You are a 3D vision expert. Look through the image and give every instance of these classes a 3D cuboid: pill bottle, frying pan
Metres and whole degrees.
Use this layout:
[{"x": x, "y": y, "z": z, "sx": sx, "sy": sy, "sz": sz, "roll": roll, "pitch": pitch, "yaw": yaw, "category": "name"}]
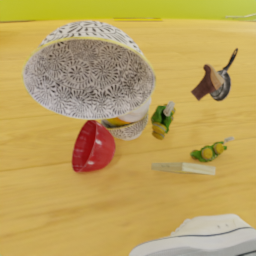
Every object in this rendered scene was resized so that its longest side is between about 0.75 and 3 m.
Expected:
[{"x": -0.110, "y": -0.703, "z": 8.499, "sx": 1.192, "sy": 1.192, "sz": 2.182, "roll": -10, "pitch": -2, "yaw": -19, "category": "pill bottle"}, {"x": 2.891, "y": -1.474, "z": 8.406, "sx": 0.263, "sy": 1.615, "sz": 0.977, "roll": -1, "pitch": 57, "yaw": -22, "category": "frying pan"}]

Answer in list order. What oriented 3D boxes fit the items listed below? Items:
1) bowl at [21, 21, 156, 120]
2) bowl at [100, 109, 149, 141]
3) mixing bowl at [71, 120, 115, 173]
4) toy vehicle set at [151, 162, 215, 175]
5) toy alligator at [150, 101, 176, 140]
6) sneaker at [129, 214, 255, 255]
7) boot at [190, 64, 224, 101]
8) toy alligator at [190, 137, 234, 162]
[{"x": -0.835, "y": -1.453, "z": 6.405, "sx": 2.865, "sy": 2.865, "sz": 1.345, "roll": -1, "pitch": 61, "yaw": -2, "category": "bowl"}, {"x": -0.005, "y": -0.109, "z": 9.241, "sx": 1.684, "sy": 0.790, "sz": 1.684, "roll": -15, "pitch": 28, "yaw": 9, "category": "bowl"}, {"x": -0.871, "y": 0.577, "z": 7.681, "sx": 0.820, "sy": 1.513, "sz": 1.513, "roll": 20, "pitch": 18, "yaw": -26, "category": "mixing bowl"}, {"x": 1.222, "y": 0.943, "z": 6.482, "sx": 0.842, "sy": 0.180, "sz": 1.356, "roll": 11, "pitch": -11, "yaw": -23, "category": "toy vehicle set"}, {"x": 0.933, "y": -0.317, "z": 7.919, "sx": 0.594, "sy": 2.473, "sz": 0.820, "roll": 26, "pitch": 75, "yaw": 12, "category": "toy alligator"}, {"x": 1.161, "y": 2.141, "z": 5.050, "sx": 2.588, "sy": 0.945, "sz": 0.916, "roll": 1, "pitch": 17, "yaw": -19, "category": "sneaker"}, {"x": 1.735, "y": -1.075, "z": 6.507, "sx": 0.731, "sy": 0.318, "sz": 0.879, "roll": -37, "pitch": 38, "yaw": 15, "category": "boot"}, {"x": 2.548, "y": 0.686, "z": 8.248, "sx": 1.845, "sy": 0.443, "sz": 0.611, "roll": -16, "pitch": -1, "yaw": -28, "category": "toy alligator"}]
